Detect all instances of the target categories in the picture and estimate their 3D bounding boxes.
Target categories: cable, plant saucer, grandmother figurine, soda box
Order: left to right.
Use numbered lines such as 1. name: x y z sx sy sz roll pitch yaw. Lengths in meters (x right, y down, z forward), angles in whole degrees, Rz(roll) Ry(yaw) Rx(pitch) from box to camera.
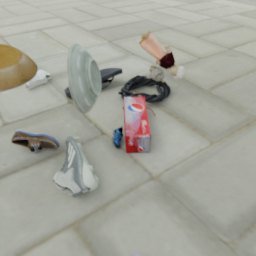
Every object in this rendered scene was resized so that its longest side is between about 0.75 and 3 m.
1. plant saucer: -3.722 -1.707 7.404 2.517 0.446 2.517 4 36 -3
2. plant saucer: -1.110 -1.369 7.726 0.481 1.916 1.916 -6 36 11
3. soda box: 0.253 -0.163 9.107 0.781 0.707 2.230 -1 36 -2
4. cable: 0.631 -1.422 11.019 1.750 0.545 2.144 28 40 25
5. grandmother figurine: 1.309 -2.643 10.563 0.638 1.278 2.107 -44 89 -7

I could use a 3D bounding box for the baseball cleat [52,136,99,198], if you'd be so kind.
1. baseball cleat: -1.590 0.987 7.568 1.139 0.746 2.140 -24 37 -15

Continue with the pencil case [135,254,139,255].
1. pencil case: 0.050 2.908 5.257 0.410 0.418 0.978 12 39 17

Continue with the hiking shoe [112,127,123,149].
1. hiking shoe: -0.310 0.287 8.704 0.286 0.333 0.768 32 37 -34

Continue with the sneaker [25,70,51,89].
1. sneaker: -3.778 -2.048 11.809 0.566 0.497 1.413 15 39 14

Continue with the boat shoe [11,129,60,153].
1. boat shoe: -2.793 0.473 8.424 1.455 0.526 0.527 11 45 9

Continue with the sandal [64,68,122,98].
1. sandal: -1.387 -1.830 11.523 2.609 0.559 0.992 -30 31 -21

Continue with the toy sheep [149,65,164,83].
1. toy sheep: 1.171 -2.161 11.276 0.611 0.611 0.886 -22 73 -26

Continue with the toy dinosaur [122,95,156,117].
1. toy dinosaur: 0.424 -0.817 10.178 1.253 0.666 0.379 4 26 15
